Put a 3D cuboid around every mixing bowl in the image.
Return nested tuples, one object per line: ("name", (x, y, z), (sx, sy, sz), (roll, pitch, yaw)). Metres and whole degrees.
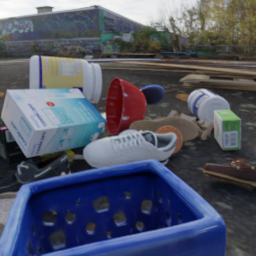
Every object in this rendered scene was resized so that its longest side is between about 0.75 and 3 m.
("mixing bowl", (-0.034, -0.864, 11.816), (1.288, 2.379, 2.379), (3, 17, -22))

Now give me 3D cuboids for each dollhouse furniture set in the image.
("dollhouse furniture set", (-2.818, 1.641, 6.400), (2.626, 1.163, 1.361), (-1, 19, -3))
("dollhouse furniture set", (2.528, 0.113, 11.625), (2.005, 1.039, 0.888), (22, 69, 47))

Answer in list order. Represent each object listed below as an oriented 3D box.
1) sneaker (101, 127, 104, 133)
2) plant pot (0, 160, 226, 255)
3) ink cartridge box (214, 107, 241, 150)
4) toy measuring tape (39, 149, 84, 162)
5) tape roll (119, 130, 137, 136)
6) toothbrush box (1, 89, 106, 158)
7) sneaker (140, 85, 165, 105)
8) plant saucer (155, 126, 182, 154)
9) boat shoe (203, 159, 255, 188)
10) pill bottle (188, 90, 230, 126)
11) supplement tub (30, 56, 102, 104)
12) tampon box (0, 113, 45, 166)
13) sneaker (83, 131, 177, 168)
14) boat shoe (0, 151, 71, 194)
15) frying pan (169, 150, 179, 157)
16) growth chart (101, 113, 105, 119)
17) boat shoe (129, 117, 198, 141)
("sneaker", (-1.688, 0.100, 10.925), (1.444, 0.502, 0.718), (-19, -6, 30))
("plant pot", (-0.249, 1.873, 3.795), (2.329, 2.094, 2.329), (-8, 11, -11))
("ink cartridge box", (3.838, -0.042, 11.158), (0.663, 1.160, 2.235), (-4, 16, 7))
("toy measuring tape", (-1.989, 0.769, 9.463), (2.038, 0.750, 0.750), (1, 17, -24))
("tape roll", (0.052, 0.506, 10.150), (0.920, 0.322, 0.920), (-8, 47, 9))
("toothbrush box", (-2.352, -0.282, 8.985), (2.619, 1.117, 1.918), (-10, 47, -45))
("sneaker", (0.925, -1.571, 13.179), (0.992, 0.891, 2.411), (-44, 17, -31))
("plant saucer", (1.390, 0.445, 9.898), (1.028, 1.028, 0.192), (0, -1, 1))
("boat shoe", (3.191, 1.249, 7.977), (1.993, 0.701, 0.702), (11, -10, 17))
("pill bottle", (3.849, -1.092, 13.928), (1.469, 1.469, 2.644), (-1, 19, -3))
("supplement tub", (-2.582, -1.855, 11.416), (2.684, 1.951, 1.951), (0, 18, -20))
("tampon box", (-4.044, 0.254, 10.188), (1.579, 1.330, 2.107), (-15, 24, -38))
("sneaker", (0.072, 0.572, 8.758), (2.921, 1.176, 1.116), (-4, 58, -18))
("boat shoe", (-2.889, 1.281, 7.967), (2.527, 0.855, 0.908), (-13, 25, -31))
("frying pan", (1.169, 0.906, 10.012), (1.303, 0.212, 0.788), (-7, 11, 8))
("growth chart", (-1.197, -0.503, 14.156), (2.291, 0.203, 1.658), (-9, 20, -25))
("boat shoe", (1.382, 0.128, 11.113), (2.668, 0.960, 0.865), (-3, -11, 6))
